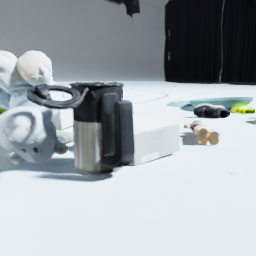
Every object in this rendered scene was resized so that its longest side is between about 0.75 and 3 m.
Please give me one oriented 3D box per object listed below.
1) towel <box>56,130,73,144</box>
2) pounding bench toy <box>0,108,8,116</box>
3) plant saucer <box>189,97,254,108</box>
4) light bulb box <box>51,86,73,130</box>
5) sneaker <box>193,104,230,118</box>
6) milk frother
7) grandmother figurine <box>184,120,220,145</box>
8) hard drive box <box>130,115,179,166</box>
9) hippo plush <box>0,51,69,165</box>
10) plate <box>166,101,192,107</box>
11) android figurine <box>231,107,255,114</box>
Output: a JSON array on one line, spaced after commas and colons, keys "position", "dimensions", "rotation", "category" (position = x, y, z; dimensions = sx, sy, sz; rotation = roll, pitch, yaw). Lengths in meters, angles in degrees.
[{"position": [-2.319, 0.296, 7.067], "dimensions": [1.538, 0.266, 1.481], "rotation": [11, 18, 34], "category": "towel"}, {"position": [-3.666, -0.867, 6.866], "dimensions": [2.128, 1.322, 1.660], "rotation": [36, -7, -14], "category": "pounding bench toy"}, {"position": [4.397, -1.212, 13.352], "dimensions": [2.921, 0.400, 2.921], "rotation": [-4, 7, 1], "category": "plant saucer"}, {"position": [-2.178, -0.675, 8.912], "dimensions": [0.784, 1.256, 1.245], "rotation": [0, 12, 18], "category": "light bulb box"}, {"position": [3.236, -0.620, 10.781], "dimensions": [1.380, 0.523, 0.604], "rotation": [-2, 17, -9], "category": "sneaker"}, {"position": [-0.822, 0.014, 4.864], "dimensions": [1.690, 1.590, 1.525], "rotation": [-4, 11, -18], "category": "milk frother"}, {"position": [1.950, 0.081, 7.547], "dimensions": [0.951, 0.475, 1.568], "rotation": [25, 10, 1], "category": "grandmother figurine"}, {"position": [0.102, 0.186, 6.267], "dimensions": [1.296, 0.639, 1.663], "rotation": [-12, 16, -35], "category": "hard drive box"}, {"position": [-2.105, -0.195, 5.541], "dimensions": [1.793, 1.810, 2.251], "rotation": [-8, -25, 9], "category": "hippo plush"}, {"position": [2.774, -1.293, 14.799], "dimensions": [1.486, 0.190, 1.486], "rotation": [0, 13, 0], "category": "plate"}, {"position": [5.015, -0.784, 12.265], "dimensions": [0.950, 0.214, 1.043], "rotation": [-2, 13, -11], "category": "android figurine"}]
